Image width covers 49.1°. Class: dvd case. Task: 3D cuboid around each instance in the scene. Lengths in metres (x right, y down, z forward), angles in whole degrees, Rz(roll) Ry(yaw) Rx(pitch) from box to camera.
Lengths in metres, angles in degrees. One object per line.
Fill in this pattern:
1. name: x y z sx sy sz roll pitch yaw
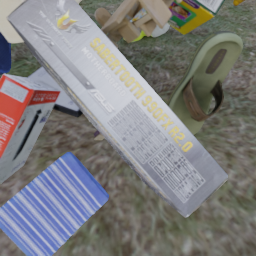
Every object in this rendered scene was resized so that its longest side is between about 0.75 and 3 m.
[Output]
1. dvd case: -2.060 -1.242 8.602 2.432 0.213 1.735 19 47 19

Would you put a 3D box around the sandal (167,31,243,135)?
1. sandal: 1.299 -0.575 4.922 0.895 2.254 0.643 -6 51 -16

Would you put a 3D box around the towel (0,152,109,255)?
1. towel: -0.865 0.941 3.339 1.150 0.137 0.833 -42 102 -23

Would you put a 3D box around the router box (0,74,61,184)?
1. router box: -1.738 0.028 4.313 0.435 1.598 1.781 28 5 -6

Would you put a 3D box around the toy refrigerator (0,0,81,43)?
1. toy refrigerator: -1.100 -2.193 4.075 0.798 0.736 2.103 4 53 28

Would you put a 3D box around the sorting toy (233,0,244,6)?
1. sorting toy: 3.337 -3.155 6.831 0.703 0.698 2.028 19 20 -44

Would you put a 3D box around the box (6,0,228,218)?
1. box: -0.126 -0.161 2.487 0.427 1.400 1.768 -42 92 -7

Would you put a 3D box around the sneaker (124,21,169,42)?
1. sneaker: 0.599 -4.086 11.182 2.011 0.761 1.056 -18 46 -17

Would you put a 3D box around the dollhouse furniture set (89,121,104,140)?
1. dollhouse furniture set: -0.621 -0.337 5.377 0.625 0.698 0.880 20 45 -37

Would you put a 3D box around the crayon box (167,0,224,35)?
1. crayon box: 0.951 -3.876 7.708 2.858 0.833 2.466 30 5 -10

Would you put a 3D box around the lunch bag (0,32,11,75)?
1. lunch bag: -3.230 -1.757 4.566 1.694 2.561 1.740 -11 74 6

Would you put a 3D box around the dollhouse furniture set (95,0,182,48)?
1. dollhouse furniture set: -0.501 -2.278 5.743 2.284 1.618 2.487 -9 43 53
